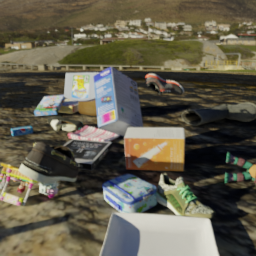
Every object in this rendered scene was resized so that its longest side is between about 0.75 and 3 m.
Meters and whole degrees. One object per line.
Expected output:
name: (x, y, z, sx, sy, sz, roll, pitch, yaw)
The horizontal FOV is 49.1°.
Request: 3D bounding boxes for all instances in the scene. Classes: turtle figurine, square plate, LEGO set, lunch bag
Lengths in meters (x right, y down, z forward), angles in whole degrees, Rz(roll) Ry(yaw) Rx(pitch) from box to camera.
turtle figurine: (3.507, 1.178, 7.515, 1.688, 0.850, 1.264, 4, 57, 19)
square plate: (0.545, 2.180, 4.864, 2.011, 0.289, 2.030, 1, 16, 7)
LEGO set: (-2.886, 1.441, 7.130, 2.237, 0.832, 1.029, 6, -18, 35)
lunch bag: (0.013, 1.568, 6.658, 0.984, 0.505, 1.224, -15, 21, -31)

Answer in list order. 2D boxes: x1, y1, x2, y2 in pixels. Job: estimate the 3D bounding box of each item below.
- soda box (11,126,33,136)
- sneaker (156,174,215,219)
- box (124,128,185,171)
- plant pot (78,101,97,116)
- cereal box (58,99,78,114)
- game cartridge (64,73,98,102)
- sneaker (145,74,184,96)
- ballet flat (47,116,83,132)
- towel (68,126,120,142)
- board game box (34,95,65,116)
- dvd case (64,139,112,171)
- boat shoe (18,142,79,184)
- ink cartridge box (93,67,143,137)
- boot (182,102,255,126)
soda box: (-4.575, 0.138, 12.081, 0.843, 0.270, 0.286, -11, 19, -31)
sneaker: (1.208, 1.524, 6.328, 0.644, 0.742, 1.675, -13, 21, -38)
box: (0.826, 0.636, 8.601, 1.754, 1.091, 0.855, 0, 22, 10)
plant pot: (-1.305, -1.380, 14.970, 2.084, 1.942, 1.942, 18, 19, 10)
cereal box: (-3.454, -1.383, 17.026, 1.723, 0.473, 2.395, 6, 18, 23)
game cartridge: (-1.683, -1.496, 10.327, 1.589, 1.060, 0.322, 4, 3, 27)
sneaker: (1.263, -1.368, 9.992, 1.503, 0.615, 0.579, 18, -31, -10)
ballet flat: (-2.930, -0.153, 12.561, 1.834, 0.624, 0.627, 5, 28, 17)
towel: (-1.382, 0.277, 11.594, 1.830, 0.274, 1.339, 8, 18, 26)
board game box: (-4.390, -1.274, 15.792, 1.268, 0.307, 1.676, -4, 35, 10)
dvd case: (-1.599, 0.853, 9.588, 1.592, 0.262, 2.118, 4, 17, 13)
boat shoe: (-1.740, 0.847, 7.076, 0.946, 0.799, 2.653, 24, -4, 8)
ink cartridge box: (-0.346, -1.017, 9.737, 0.893, 2.340, 1.597, -18, -22, 30)
boot: (4.463, -0.686, 13.604, 2.848, 1.033, 2.589, -3, 1, -35)
